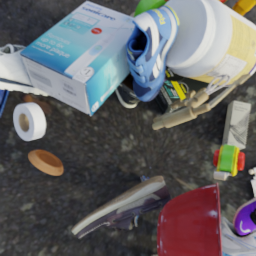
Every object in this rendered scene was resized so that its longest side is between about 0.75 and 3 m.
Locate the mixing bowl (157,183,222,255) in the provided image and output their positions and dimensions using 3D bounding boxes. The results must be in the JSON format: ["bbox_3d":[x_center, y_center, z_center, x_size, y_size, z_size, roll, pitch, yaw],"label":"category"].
[{"bbox_3d":[1.359,2.401,6.056,1.288,2.379,2.379,-4,78,17],"label":"mixing bowl"}]

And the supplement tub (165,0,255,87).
[{"bbox_3d":[2.096,-2.199,7.363,2.684,1.951,1.951,3,74,-42],"label":"supplement tub"}]

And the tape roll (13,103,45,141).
[{"bbox_3d":[-2.431,-0.146,6.887,0.920,0.322,0.920,10,106,36],"label":"tape roll"}]

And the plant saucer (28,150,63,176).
[{"bbox_3d":[-2.184,0.899,7.565,1.028,1.028,0.192,35,98,7],"label":"plant saucer"}]

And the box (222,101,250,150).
[{"bbox_3d":[3.700,-0.077,9.578,0.643,0.535,1.566,11,78,2],"label":"box"}]

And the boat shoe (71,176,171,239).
[{"bbox_3d":[-0.137,2.170,7.066,2.668,0.960,0.865,-30,82,-2],"label":"boat shoe"}]

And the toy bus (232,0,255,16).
[{"bbox_3d":[3.392,-3.587,7.576,0.402,1.234,0.483,41,46,-4],"label":"toy bus"}]

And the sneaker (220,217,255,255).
[{"bbox_3d":[3.560,3.092,7.247,2.852,1.069,1.236,13,103,8],"label":"sneaker"}]

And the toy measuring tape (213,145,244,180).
[{"bbox_3d":[2.254,0.735,6.404,0.750,2.038,0.750,-2,86,27],"label":"toy measuring tape"}]

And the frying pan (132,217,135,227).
[{"bbox_3d":[-0.024,2.637,9.177,0.788,0.212,1.303,17,67,1],"label":"frying pan"}]

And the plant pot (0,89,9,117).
[{"bbox_3d":[-5.079,-1.183,8.846,2.329,2.094,2.329,14,78,-12],"label":"plant pot"}]

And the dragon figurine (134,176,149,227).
[{"bbox_3d":[0.459,2.354,9.056,0.785,0.464,1.578,-5,77,-13],"label":"dragon figurine"}]

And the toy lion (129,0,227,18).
[{"bbox_3d":[1.601,-3.428,7.413,2.831,2.714,0.972,-17,80,-12],"label":"toy lion"}]

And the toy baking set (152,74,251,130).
[{"bbox_3d":[1.592,-0.683,6.646,0.276,2.374,1.822,55,47,-14],"label":"toy baking set"}]

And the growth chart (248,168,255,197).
[{"bbox_3d":[4.880,2.284,9.251,1.658,0.203,2.291,-4,78,-1],"label":"growth chart"}]

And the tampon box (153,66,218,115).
[{"bbox_3d":[1.823,-1.661,9.507,2.107,1.330,1.579,-28,79,-6],"label":"tampon box"}]

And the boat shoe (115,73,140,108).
[{"bbox_3d":[-0.282,-1.955,9.726,0.908,0.855,2.527,-25,78,-29],"label":"boat shoe"}]

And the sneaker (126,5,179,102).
[{"bbox_3d":[0.351,-1.590,6.496,0.992,2.411,0.891,-21,52,-28],"label":"sneaker"}]

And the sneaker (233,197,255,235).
[{"bbox_3d":[3.005,1.860,6.239,1.444,0.718,0.502,-35,90,-13],"label":"sneaker"}]

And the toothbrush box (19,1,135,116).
[{"bbox_3d":[-0.989,-1.857,7.079,1.918,1.117,2.619,28,57,18],"label":"toothbrush box"}]

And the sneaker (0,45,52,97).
[{"bbox_3d":[-2.641,-1.537,7.528,1.116,2.921,1.176,15,97,33],"label":"sneaker"}]
